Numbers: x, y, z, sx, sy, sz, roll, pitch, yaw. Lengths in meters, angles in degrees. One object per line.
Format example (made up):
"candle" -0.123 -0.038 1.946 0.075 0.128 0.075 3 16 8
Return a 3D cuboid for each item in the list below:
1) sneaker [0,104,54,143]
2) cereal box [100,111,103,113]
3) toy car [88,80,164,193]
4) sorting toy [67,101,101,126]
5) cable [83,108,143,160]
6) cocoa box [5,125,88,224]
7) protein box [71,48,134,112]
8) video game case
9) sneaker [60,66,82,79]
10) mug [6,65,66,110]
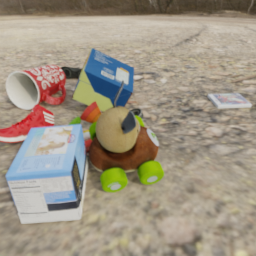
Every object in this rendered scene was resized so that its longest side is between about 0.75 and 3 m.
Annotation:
"sneaker" -3.466 -0.230 9.387 2.060 1.190 0.807 -9 27 -43
"cereal box" -1.087 -0.875 12.228 0.612 0.168 0.850 -21 35 -33
"toy car" -0.044 0.078 7.198 1.977 2.506 2.058 -9 51 -14
"sorting toy" -1.538 0.131 9.318 0.886 0.892 2.574 41 47 0
"cable" -0.647 0.099 9.027 2.738 0.689 1.330 -32 30 -7
"cocoa box" -1.871 1.048 7.048 1.460 1.437 2.190 -5 29 -1
"protein box" -0.977 -1.903 11.668 2.088 1.419 2.104 22 36 -14
"video game case" 4.656 -1.269 12.977 1.541 0.177 1.404 -2 28 -4
"sneaker" -3.072 -3.186 16.267 1.883 0.715 0.855 13 20 9
"mug" -3.941 -1.817 12.989 1.679 2.234 2.517 -36 7 28
